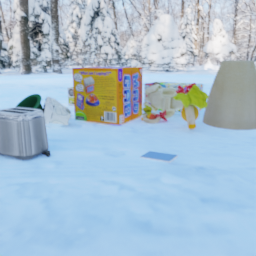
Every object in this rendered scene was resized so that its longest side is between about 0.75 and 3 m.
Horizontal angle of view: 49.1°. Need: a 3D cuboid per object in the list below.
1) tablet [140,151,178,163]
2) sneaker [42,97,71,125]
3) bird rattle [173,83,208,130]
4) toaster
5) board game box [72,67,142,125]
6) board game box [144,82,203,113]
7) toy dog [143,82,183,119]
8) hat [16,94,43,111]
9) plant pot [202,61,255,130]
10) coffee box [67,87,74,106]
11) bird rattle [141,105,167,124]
[{"bbox_3d":[0.868,0.819,7.915,0.943,0.064,0.613,5,15,32],"label":"tablet"},{"bbox_3d":[-3.155,-0.652,12.232,1.202,1.114,2.966,12,11,-18],"label":"sneaker"},{"bbox_3d":[2.317,-0.833,11.058,1.246,1.803,2.212,-8,7,2],"label":"bird rattle"},{"bbox_3d":[-3.171,0.131,8.174,2.014,1.301,1.145,7,17,26],"label":"toaster"},{"bbox_3d":[-0.870,-1.588,12.829,2.342,2.340,2.340,7,16,27],"label":"board game box"},{"bbox_3d":[2.399,-1.660,14.978,2.781,1.458,1.432,9,17,34],"label":"board game box"},{"bbox_3d":[1.640,-1.559,13.633,2.029,1.460,2.093,-21,28,-24],"label":"toy dog"},{"bbox_3d":[-4.281,-0.561,13.290,1.543,1.640,1.863,10,56,37],"label":"hat"},{"bbox_3d":[4.499,-1.489,11.862,2.495,2.664,2.495,-1,14,0],"label":"plant pot"},{"bbox_3d":[-2.828,-1.893,16.668,1.109,1.099,1.111,7,16,26],"label":"coffee box"},{"bbox_3d":[1.103,-0.443,12.359,1.225,0.690,0.998,25,41,19],"label":"bird rattle"}]
